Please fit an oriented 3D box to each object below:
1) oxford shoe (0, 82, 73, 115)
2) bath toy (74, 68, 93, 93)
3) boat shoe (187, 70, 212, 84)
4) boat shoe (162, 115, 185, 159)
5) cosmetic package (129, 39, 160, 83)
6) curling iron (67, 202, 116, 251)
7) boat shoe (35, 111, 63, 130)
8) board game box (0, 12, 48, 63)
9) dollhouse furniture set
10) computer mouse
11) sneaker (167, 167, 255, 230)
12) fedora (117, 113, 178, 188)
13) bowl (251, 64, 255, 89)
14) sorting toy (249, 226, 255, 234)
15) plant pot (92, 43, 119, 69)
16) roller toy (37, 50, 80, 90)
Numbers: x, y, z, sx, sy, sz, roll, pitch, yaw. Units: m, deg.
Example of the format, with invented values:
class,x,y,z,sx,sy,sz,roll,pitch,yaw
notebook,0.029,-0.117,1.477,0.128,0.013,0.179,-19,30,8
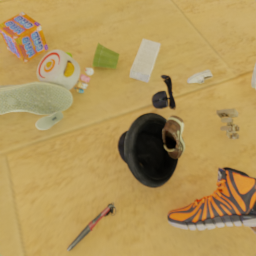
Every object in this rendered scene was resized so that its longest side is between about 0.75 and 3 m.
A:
class,x,y,z,sx,sy,sz,roll,pitch,yaw
oxford shoe,-3.143,-0.929,8.684,2.787,1.048,0.805,-5,20,-9
bath toy,-1.464,-1.593,9.173,0.321,0.378,0.869,33,102,17
boat shoe,2.446,-1.673,9.511,0.911,0.323,0.318,-22,69,-14
boat shoe,1.032,0.353,6.776,0.537,1.454,0.538,19,55,29
cosmetic package,0.605,-2.391,9.880,0.683,0.419,1.655,19,59,2
curling iron,-0.860,2.415,6.792,1.524,0.378,0.195,-42,42,-15
boat shoe,-2.380,-0.180,8.332,1.030,0.367,0.359,-38,102,-51
board game box,-3.751,-3.244,10.060,1.083,1.082,1.082,39,65,22
dollhouse furniture set,2.869,-0.120,8.166,0.525,0.693,0.791,-5,65,39
computer mouse,0.927,-1.017,8.228,0.333,1.447,1.016,-11,98,-13
sneaker,1.998,1.592,6.542,2.324,0.902,1.302,-11,88,14
fedora,0.433,0.569,7.327,0.931,2.039,2.039,1,47,46
bowl,4.421,-1.649,8.649,0.920,2.046,2.046,15,56,31
sorting toy,3.052,2.212,6.247,0.586,0.117,0.793,-14,19,-7
plant pot,-0.749,-2.427,9.778,0.818,0.861,0.861,16,57,-5
roller toy,-2.253,-1.814,8.970,1.214,0.930,1.331,-39,55,13
